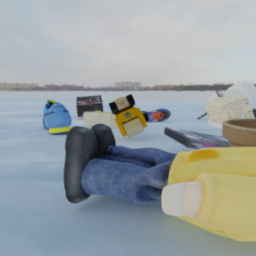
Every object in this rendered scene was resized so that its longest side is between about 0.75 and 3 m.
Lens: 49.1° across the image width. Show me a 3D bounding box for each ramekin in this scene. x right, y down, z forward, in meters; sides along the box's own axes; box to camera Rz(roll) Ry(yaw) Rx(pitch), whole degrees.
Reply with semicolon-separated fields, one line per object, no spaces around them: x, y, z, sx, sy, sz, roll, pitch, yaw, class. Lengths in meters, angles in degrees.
4.168;-1.104;10.387;0.568;1.165;1.165;-25;19;-31;ramekin

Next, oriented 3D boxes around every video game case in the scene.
1.620;0.269;4.606;1.825;0.173;1.304;10;6;-8;video game case

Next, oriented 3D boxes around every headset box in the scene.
-1.689;-0.950;12.285;1.145;0.578;1.541;-6;22;-8;headset box

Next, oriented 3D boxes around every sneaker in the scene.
0.933;-0.417;10.743;1.422;0.536;0.558;-8;12;9;sneaker
-2.116;-0.386;8.208;0.768;0.914;2.331;-10;7;-20;sneaker
3.573;-0.736;11.298;0.681;0.907;1.820;29;36;-8;sneaker

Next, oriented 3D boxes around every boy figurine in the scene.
0.707;0.383;2.262;2.522;0.813;1.568;0;3;24;boy figurine

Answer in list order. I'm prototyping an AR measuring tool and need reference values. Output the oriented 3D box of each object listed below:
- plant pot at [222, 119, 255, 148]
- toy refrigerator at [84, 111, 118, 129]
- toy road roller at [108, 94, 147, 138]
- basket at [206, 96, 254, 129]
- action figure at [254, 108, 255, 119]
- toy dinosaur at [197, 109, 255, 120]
1.901;0.289;3.368;1.502;0.693;1.502;-1;8;0;plant pot
-0.824;-0.279;9.134;0.549;0.506;1.446;-6;9;-42;toy refrigerator
-0.016;-0.253;6.612;0.620;1.009;0.737;-24;-11;-4;toy road roller
3.140;-0.510;8.823;0.920;0.837;1.357;-18;9;-9;basket
5.733;-0.638;12.064;2.324;0.636;1.373;-3;9;6;action figure
4.525;-0.677;11.892;2.970;0.705;1.309;0;16;24;toy dinosaur
